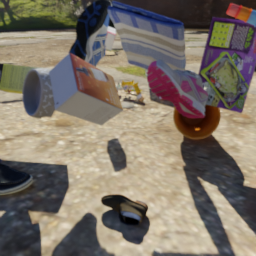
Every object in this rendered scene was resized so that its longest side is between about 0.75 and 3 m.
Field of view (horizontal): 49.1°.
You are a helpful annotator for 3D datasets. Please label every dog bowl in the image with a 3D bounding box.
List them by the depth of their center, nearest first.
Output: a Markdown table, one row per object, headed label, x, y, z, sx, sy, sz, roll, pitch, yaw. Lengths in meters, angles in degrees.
| label | x | y | z | sx | sy | sz | roll | pitch | yaw |
| --- | --- | --- | --- | --- | --- | --- | --- | --- | --- |
| dog bowl | -2.677 | -1.023 | 8.367 | 0.469 | 1.599 | 1.599 | 1 | 18 | -42 |

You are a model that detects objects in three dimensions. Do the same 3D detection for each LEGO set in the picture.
| label | x | y | z | sx | sy | sz | roll | pitch | yaw |
| --- | --- | --- | --- | --- | --- | --- | --- | --- | --- |
| LEGO set | 0.266 | -1.861 | 14.580 | 2.071 | 0.771 | 0.953 | 25 | 69 | 35 |

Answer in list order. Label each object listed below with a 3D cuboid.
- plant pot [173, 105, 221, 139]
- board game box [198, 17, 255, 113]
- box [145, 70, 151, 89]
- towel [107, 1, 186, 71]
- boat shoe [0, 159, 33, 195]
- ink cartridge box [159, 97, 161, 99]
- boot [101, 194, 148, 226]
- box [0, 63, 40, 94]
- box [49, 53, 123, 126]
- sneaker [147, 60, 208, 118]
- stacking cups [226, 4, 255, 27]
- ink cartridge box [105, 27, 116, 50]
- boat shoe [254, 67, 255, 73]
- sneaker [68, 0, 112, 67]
| label | x | y | z | sx | sy | sz | roll | pitch | yaw |
| --- | --- | --- | --- | --- | --- | --- | --- | --- | --- |
| plant pot | 2.480 | -0.494 | 10.464 | 1.627 | 1.627 | 1.490 | 3 | 8 | 7 |
| board game box | 3.169 | -1.991 | 8.923 | 1.648 | 2.745 | 0.443 | 19 | 14 | 28 |
| box | 1.897 | -2.922 | 15.575 | 1.591 | 1.212 | 0.846 | -2 | 21 | 30 |
| towel | 0.606 | -2.196 | 7.624 | 2.001 | 0.324 | 2.725 | 24 | -10 | 17 |
| boat shoe | -3.716 | 1.227 | 7.538 | 2.364 | 0.736 | 0.882 | 8 | 24 | 13 |
| ink cartridge box | 2.480 | -1.810 | 14.688 | 1.824 | 0.457 | 1.467 | -16 | 25 | 4 |
| boot | -0.148 | 1.883 | 6.467 | 1.158 | 0.433 | 0.561 | 8 | 24 | 12 |
| box | -3.358 | -1.674 | 10.173 | 2.690 | 1.012 | 0.674 | 7 | -2 | 11 |
| box | -0.865 | -0.753 | 5.843 | 1.304 | 0.694 | 0.993 | 19 | 46 | -49 |
| sneaker | 1.259 | -1.064 | 6.901 | 0.820 | 2.016 | 0.889 | 1 | 62 | 50 |
| stacking cups | 3.347 | -2.943 | 7.468 | 1.422 | 0.430 | 0.430 | 25 | 29 | 7 |
| ink cartridge box | -0.880 | -4.157 | 13.005 | 0.441 | 0.757 | 1.039 | 14 | 33 | -14 |
| boat shoe | 4.416 | -2.495 | 10.266 | 0.800 | 0.943 | 2.590 | -50 | 43 | -11 |
| sneaker | -1.153 | -2.886 | 9.101 | 0.961 | 2.539 | 0.978 | 31 | 10 | 32 |
